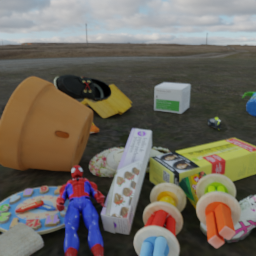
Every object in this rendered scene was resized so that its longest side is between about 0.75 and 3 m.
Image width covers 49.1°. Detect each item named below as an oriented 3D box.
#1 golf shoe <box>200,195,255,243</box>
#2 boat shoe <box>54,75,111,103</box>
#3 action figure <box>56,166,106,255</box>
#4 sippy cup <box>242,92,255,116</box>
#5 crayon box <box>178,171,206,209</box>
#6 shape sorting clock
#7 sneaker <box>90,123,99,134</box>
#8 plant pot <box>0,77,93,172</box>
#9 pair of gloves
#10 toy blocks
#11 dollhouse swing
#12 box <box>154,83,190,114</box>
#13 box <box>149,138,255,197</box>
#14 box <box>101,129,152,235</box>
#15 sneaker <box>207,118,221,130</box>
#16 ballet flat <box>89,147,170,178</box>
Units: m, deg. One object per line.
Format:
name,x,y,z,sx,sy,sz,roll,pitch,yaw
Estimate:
golf shoe,2.175,1.591,5.234,1.779,0.819,0.646,-6,20,-13
boat shoe,-1.444,-1.340,9.284,0.728,0.850,2.323,-15,-11,31
action figure,-0.887,1.530,5.266,0.898,0.709,2.745,-8,24,-11
sippy cup,6.047,-1.075,12.943,1.063,1.139,1.451,-28,22,-35
crayon box,1.617,1.436,5.893,0.643,0.257,1.012,-13,51,-31
shape sorting clock,-1.830,1.634,5.807,1.821,0.357,1.821,0,19,0
sneaker,-1.555,-0.099,10.785,0.470,0.497,1.288,-13,24,-36
plant pot,-2.050,0.094,7.591,1.774,2.535,2.535,18,19,0
pair of gloves,-2.810,2.085,4.393,2.413,0.423,2.052,8,24,30
toy blocks,1.002,1.637,4.652,1.730,0.754,2.075,-15,13,20
dollhouse swing,-1.293,-0.956,13.524,1.918,1.855,2.110,45,25,1
box,2.175,-1.492,13.764,1.417,1.220,1.424,9,21,25
box,2.037,0.965,7.205,2.883,0.722,1.085,-9,20,-24
box,0.057,1.017,6.155,0.517,0.553,2.671,6,38,12
sneaker,3.430,-0.143,11.178,0.445,0.406,1.100,-4,10,9
ballet flat,0.111,0.806,7.413,2.276,0.861,0.727,-5,-25,-13
